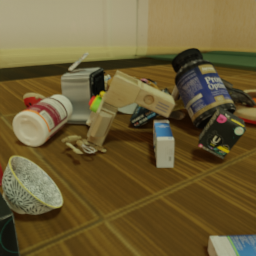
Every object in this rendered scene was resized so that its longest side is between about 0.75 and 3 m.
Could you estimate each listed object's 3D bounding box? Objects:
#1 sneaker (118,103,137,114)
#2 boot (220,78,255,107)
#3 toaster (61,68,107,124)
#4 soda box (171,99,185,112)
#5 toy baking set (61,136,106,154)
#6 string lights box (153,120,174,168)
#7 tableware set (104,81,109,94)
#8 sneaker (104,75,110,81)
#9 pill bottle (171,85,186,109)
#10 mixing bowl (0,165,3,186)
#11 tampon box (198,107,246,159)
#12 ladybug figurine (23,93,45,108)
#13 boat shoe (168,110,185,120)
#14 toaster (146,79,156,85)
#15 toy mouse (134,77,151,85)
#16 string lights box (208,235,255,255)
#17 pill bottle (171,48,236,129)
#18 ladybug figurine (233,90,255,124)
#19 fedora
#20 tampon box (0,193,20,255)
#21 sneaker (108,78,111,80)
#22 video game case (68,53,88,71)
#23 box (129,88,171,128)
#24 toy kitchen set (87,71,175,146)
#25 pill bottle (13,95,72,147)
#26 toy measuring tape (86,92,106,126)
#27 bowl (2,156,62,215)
[{"bbox_3d":[0.309,-1.032,13.027,1.966,0.727,0.805,1,7,-13],"label":"sneaker"},{"bbox_3d":[3.951,-0.905,11.358,1.919,1.671,0.664,34,19,8],"label":"boot"},{"bbox_3d":[-1.747,-1.298,11.670,1.373,2.092,2.314,-1,20,9],"label":"toaster"},{"bbox_3d":[1.852,-0.887,11.874,1.013,0.324,0.343,-17,-17,22],"label":"soda box"},{"bbox_3d":[-1.402,0.511,8.777,1.268,0.192,1.652,18,9,23],"label":"toy baking set"},{"bbox_3d":[1.078,0.441,8.665,0.503,0.877,1.708,-1,20,2],"label":"string lights box"},{"bbox_3d":[-1.616,-1.852,13.671,2.227,0.258,1.861,18,50,-19],"label":"tableware set"},{"bbox_3d":[-1.863,-3.230,18.850,1.415,0.572,0.541,-13,26,-29],"label":"sneaker"},{"bbox_3d":[3.070,-1.304,12.367,2.222,1.234,1.234,20,23,5],"label":"pill bottle"},{"bbox_3d":[-3.957,0.886,6.983,1.676,0.908,1.676,11,13,-2],"label":"mixing bowl"},{"bbox_3d":[2.697,0.149,8.135,0.848,1.132,0.715,28,29,1],"label":"tampon box"},{"bbox_3d":[-4.037,-1.073,12.156,1.051,0.557,1.549,14,-14,-16],"label":"ladybug figurine"},{"bbox_3d":[1.933,-0.686,12.337,1.259,0.477,0.452,27,29,33],"label":"boat shoe"},{"bbox_3d":[0.891,-2.414,16.388,1.185,0.778,1.311,-6,22,-16],"label":"toaster"},{"bbox_3d":[0.611,-2.150,13.201,1.002,0.890,0.194,-13,44,49],"label":"toy mouse"},{"bbox_3d":[2.069,2.180,4.795,1.220,0.360,0.627,-1,21,-2],"label":"string lights box"},{"bbox_3d":[2.744,-1.538,10.697,1.605,1.605,2.870,-10,67,-25],"label":"pill bottle"},{"bbox_3d":[5.388,-0.789,11.488,2.593,0.933,1.760,10,47,30],"label":"ladybug figurine"},{"bbox_3d":[0.190,-1.774,14.159,2.706,1.104,2.706,7,28,-4],"label":"fedora"},{"bbox_3d":[-2.657,1.703,4.600,1.164,1.382,1.844,-15,25,-34],"label":"tampon box"},{"bbox_3d":[-1.002,-2.974,18.369,0.523,0.470,1.272,-7,29,-21],"label":"sneaker"},{"bbox_3d":[-2.004,-2.646,11.234,0.951,0.086,0.681,-46,21,-6],"label":"video game case"},{"bbox_3d":[0.962,-0.850,11.500,1.558,0.451,1.960,-29,15,23],"label":"box"},{"bbox_3d":[0.001,-0.168,8.980,2.157,2.391,1.951,24,22,-7],"label":"toy kitchen set"},{"bbox_3d":[-2.947,-0.360,10.035,1.258,1.258,2.203,5,25,14],"label":"pill bottle"},{"bbox_3d":[-1.262,-0.614,10.350,0.652,1.772,0.652,21,38,-17],"label":"toy measuring tape"},{"bbox_3d":[-2.197,1.378,6.057,0.701,1.494,1.494,-44,27,1],"label":"bowl"}]
